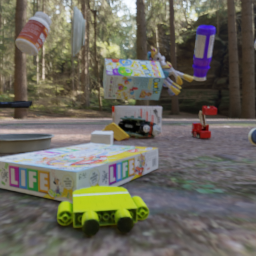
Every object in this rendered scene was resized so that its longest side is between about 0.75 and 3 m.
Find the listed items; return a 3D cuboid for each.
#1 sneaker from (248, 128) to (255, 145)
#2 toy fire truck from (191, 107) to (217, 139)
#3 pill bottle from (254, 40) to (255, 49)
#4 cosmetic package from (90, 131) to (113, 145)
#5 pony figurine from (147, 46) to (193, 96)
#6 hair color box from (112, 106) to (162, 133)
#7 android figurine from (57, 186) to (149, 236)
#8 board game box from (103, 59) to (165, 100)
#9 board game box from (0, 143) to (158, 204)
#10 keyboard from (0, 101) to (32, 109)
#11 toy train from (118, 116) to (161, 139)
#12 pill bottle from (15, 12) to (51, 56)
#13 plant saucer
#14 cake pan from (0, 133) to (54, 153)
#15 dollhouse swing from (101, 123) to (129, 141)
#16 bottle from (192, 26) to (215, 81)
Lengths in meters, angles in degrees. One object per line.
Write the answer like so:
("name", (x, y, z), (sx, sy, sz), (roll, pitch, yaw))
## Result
("sneaker", (5.446, 0.324, 10.422), (1.914, 0.717, 0.809), (-1, -1, -17))
("toy fire truck", (3.562, -0.253, 13.393), (0.527, 1.525, 2.163), (1, 4, -4))
("pill bottle", (4.839, -3.041, 10.158), (0.467, 0.467, 0.780), (2, 32, 28))
("cosmetic package", (-0.951, 0.422, 10.334), (0.741, 0.533, 1.313), (2, 2, -1))
("pony figurine", (1.563, -2.511, 12.875), (2.308, 1.922, 2.228), (41, -24, -5))
("hair color box", (0.515, -0.492, 16.784), (2.900, 1.608, 0.927), (0, 3, -12))
("android figurine", (-0.319, 0.974, 3.456), (1.080, 0.244, 1.187), (-1, 4, -13))
("board game box", (0.120, -1.446, 8.406), (1.668, 0.875, 0.859), (1, 46, -11))
("board game box", (-0.831, 0.724, 5.496), (1.897, 0.483, 2.822), (2, 4, 29))
("keyboard", (-3.740, -0.712, 8.795), (1.786, 0.229, 1.072), (4, 13, 36))
("toy train", (0.508, -0.008, 14.075), (1.467, 1.097, 2.574), (9, -2, -31))
("pill bottle", (-2.967, -3.017, 8.925), (0.727, 1.297, 0.727), (18, -20, 7))
("plant saucer", (-1.197, -2.312, 6.787), (0.287, 1.143, 1.143), (5, 3, -8))
("cake pan", (-3.832, 0.496, 9.708), (2.495, 0.458, 2.495), (0, 3, 0))
("dollhouse swing", (-0.827, 0.425, 12.846), (1.252, 1.211, 1.378), (41, -1, -5))
("bottle", (2.962, -2.929, 11.116), (0.679, 2.081, 0.869), (13, 31, 20))
